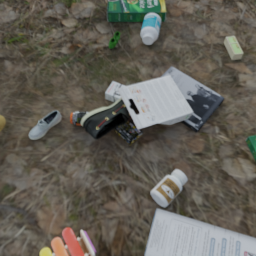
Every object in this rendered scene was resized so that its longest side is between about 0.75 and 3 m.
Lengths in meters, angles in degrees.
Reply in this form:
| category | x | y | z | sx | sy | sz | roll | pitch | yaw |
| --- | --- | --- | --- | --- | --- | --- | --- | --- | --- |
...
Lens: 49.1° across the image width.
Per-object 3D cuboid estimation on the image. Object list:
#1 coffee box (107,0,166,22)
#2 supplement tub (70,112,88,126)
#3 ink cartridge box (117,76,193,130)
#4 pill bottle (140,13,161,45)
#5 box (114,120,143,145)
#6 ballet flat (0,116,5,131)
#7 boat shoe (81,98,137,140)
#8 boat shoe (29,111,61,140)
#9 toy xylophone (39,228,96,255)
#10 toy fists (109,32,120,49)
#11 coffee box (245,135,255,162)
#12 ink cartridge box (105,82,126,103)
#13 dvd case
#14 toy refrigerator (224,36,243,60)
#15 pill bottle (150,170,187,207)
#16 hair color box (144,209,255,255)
| category | x | y | z | sx | sy | sz | roll | pitch | yaw |
| --- | --- | --- | --- | --- | --- | --- | --- | --- | --- |
| coffee box | 0.402 | -6.026 | 13.847 | 2.841 | 0.625 | 1.747 | 1 | 59 | 0 |
| supplement tub | -1.710 | -0.334 | 10.490 | 0.843 | 0.517 | 0.517 | 4 | 59 | 1 |
| ink cartridge box | 0.947 | -0.877 | 10.223 | 2.271 | 0.569 | 1.827 | -18 | 66 | -18 |
| pill bottle | 1.017 | -4.490 | 12.820 | 0.809 | 0.809 | 1.460 | 10 | 59 | 6 |
| box | 0.008 | 0.136 | 10.392 | 0.684 | 0.211 | 0.857 | -39 | 67 | -23 |
| ballet flat | -5.318 | 0.217 | 9.789 | 2.158 | 0.680 | 0.741 | -33 | 102 | -21 |
| boat shoe | -0.302 | -0.503 | 10.214 | 2.851 | 1.043 | 0.893 | -30 | 66 | -27 |
| boat shoe | -3.115 | -0.153 | 10.385 | 0.499 | 0.509 | 1.431 | 39 | 66 | 21 |
| toy xylophone | -1.910 | 4.015 | 7.616 | 2.477 | 0.622 | 1.813 | -35 | 50 | -21 |
| toy fists | -0.617 | -3.953 | 12.724 | 0.300 | 0.445 | 0.872 | 28 | 62 | -3 |
| coffee box | 4.925 | 0.960 | 9.807 | 0.983 | 0.352 | 1.599 | -12 | 60 | -8 |
| ink cartridge box | -0.353 | -1.350 | 11.168 | 0.961 | 0.401 | 0.698 | 23 | 62 | 13 |
| dvd case | 2.199 | -1.205 | 11.132 | 2.581 | 0.319 | 1.940 | 36 | 66 | 20 |
| toy refrigerator | 4.706 | -3.588 | 12.524 | 0.423 | 0.390 | 1.114 | -7 | 59 | -4 |
| pill bottle | 1.343 | 1.921 | 9.039 | 0.674 | 0.674 | 1.178 | 41 | 67 | 21 |
| hair color box | 2.040 | 3.519 | 7.899 | 2.996 | 0.908 | 1.483 | 15 | 57 | 9 |
